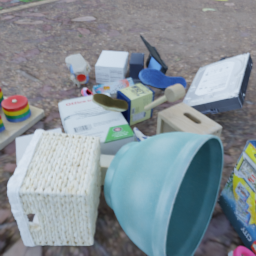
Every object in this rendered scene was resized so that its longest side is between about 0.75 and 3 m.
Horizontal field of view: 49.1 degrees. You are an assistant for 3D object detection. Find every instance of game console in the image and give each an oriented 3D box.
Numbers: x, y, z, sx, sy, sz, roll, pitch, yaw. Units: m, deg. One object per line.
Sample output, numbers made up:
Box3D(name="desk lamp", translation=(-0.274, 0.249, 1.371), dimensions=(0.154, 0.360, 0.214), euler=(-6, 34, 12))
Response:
Box3D(name="game console", translation=(0.837, -2.599, 10.909), dimensions=(0.900, 1.361, 1.547), euler=(0, 47, -24))

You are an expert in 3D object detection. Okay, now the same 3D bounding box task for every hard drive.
Box3D(name="hard drive", translation=(2.987, -1.441, 9.334), dimensions=(1.886, 0.511, 2.699), euler=(-10, 34, 39))

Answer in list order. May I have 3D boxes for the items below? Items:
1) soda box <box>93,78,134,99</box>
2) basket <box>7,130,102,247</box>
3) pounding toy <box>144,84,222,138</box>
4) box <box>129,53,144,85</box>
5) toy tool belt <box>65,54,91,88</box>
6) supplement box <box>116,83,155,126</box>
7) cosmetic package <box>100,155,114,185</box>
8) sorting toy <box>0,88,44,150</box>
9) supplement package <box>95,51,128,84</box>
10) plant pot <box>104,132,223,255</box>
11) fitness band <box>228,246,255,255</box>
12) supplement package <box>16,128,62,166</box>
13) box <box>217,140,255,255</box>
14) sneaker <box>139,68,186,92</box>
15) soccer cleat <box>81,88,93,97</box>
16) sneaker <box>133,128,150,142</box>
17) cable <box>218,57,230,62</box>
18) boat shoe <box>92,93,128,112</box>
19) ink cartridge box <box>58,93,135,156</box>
Box3D(name="soda box", translation=(-0.524, -1.390, 10.352), dimensions=(1.507, 0.515, 0.479), euler=(-16, 73, -15))
Box3D(name="basket", translation=(-1.423, 1.313, 6.077), dimensions=(1.511, 1.862, 1.878), euler=(3, 37, 1))
Box3D(name="pounding toy", translation=(1.425, -0.185, 7.480), dimensions=(1.045, 2.284, 2.006), euler=(-23, 44, -27))
Box3D(name="box", translation=(0.356, -2.406, 11.480), dimensions=(0.559, 0.978, 1.074), euler=(4, 38, 4))
Box3D(name="toy tool belt", translation=(-1.955, -2.144, 11.235), dimensions=(0.971, 0.956, 1.555), euler=(-15, 59, -12))
Box3D(name="supplement box", translation=(0.234, -0.786, 9.360), dimensions=(1.054, 1.055, 0.708), euler=(-22, 45, -27))
Box3D(name="cosmetic package", translation=(-0.326, 1.120, 7.257), dimensions=(1.334, 0.691, 0.488), euler=(4, 36, 7))
Box3D(name="sorting toy", translation=(-4.455, -0.449, 9.127), dimensions=(2.359, 0.821, 2.344), euler=(18, 41, 22))
Box3D(name="supplement package", translation=(-0.648, -2.527, 11.720), dimensions=(1.143, 0.814, 1.468), euler=(5, 40, 6))
Box3D(name="plant pot", translation=(0.633, 1.233, 5.757), dimensions=(1.761, 2.628, 2.628), euler=(15, 40, 33))
Box3D(name="fitness band", translation=(2.200, 2.664, 4.957), dimensions=(0.890, 0.232, 1.239), euler=(39, 24, 3))
Box3D(name="supplement package", translation=(-2.262, 0.666, 7.428), dimensions=(1.193, 0.661, 0.929), euler=(-13, 49, -10))
Box3D(name="box", translation=(2.929, 1.855, 5.266), dimensions=(0.539, 1.954, 2.861), euler=(-4, 38, -18))
Box3D(name="sneaker", translation=(1.085, -1.551, 9.528), dimensions=(1.761, 0.618, 0.686), euler=(11, -9, -23))
Box3D(name="soccer cleat", translation=(-1.213, -0.973, 9.371), dimensions=(0.332, 0.868, 0.290), euler=(-10, 37, 53))
Box3D(name="sneaker", translation=(0.452, 0.352, 8.571), dimensions=(0.467, 0.326, 0.808), euler=(-8, 46, -16))
Box3D(name="cable", translation=(3.755, -1.983, 10.839), dimensions=(1.608, 0.501, 1.971), euler=(-33, 40, 11))
Box3D(name="boat shoe", translation=(-0.558, -0.657, 7.949), dimensions=(1.132, 0.376, 0.419), euler=(16, 59, -30))
Box3D(name="ink cartridge box", translation=(-1.002, 0.034, 8.391), dimensions=(1.705, 0.966, 2.327), euler=(-12, 40, -16))
